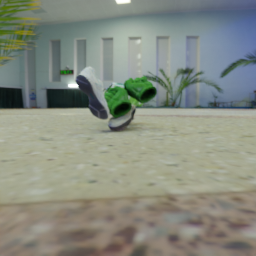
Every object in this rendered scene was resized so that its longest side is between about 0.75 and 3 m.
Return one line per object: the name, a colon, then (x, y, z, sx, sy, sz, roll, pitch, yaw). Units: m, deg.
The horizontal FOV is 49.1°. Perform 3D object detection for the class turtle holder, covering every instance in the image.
turtle holder: (-0.431, -1.213, 13.478, 1.759, 1.644, 2.315, -36, 20, 35)

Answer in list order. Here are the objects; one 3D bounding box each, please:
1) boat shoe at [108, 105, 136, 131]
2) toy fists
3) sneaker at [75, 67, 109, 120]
boat shoe: (-0.158, -0.284, 11.182, 0.776, 0.662, 2.322, 1, 24, 18)
toy fists: (-0.050, -1.315, 10.990, 2.302, 0.792, 1.173, -31, 43, -18)
sneaker: (-1.094, -1.200, 10.000, 0.748, 2.128, 0.853, 2, 44, 26)
